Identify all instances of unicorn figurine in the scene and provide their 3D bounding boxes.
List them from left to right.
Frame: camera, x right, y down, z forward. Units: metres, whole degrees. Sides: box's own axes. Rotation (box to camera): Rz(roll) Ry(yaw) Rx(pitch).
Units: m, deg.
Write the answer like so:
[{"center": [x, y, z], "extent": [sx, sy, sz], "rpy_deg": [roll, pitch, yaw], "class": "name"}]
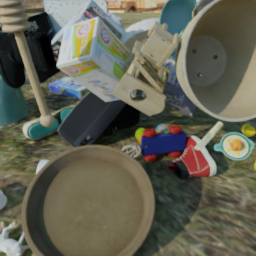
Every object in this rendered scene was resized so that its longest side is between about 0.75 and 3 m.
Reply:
[{"center": [-2.349, 2.393, 5.729], "extent": [1.234, 0.456, 0.848], "rpy_deg": [0, 35, 31], "class": "unicorn figurine"}]

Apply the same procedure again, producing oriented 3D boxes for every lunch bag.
[{"center": [-0.842, -4.226, 11.812], "extent": [1.253, 1.563, 0.591], "rpy_deg": [29, 74, 0], "class": "lunch bag"}]

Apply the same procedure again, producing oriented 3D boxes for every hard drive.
[{"center": [-1.265, -0.430, 9.518], "extent": [2.405, 0.509, 1.622], "rpy_deg": [-49, 45, -9], "class": "hard drive"}]

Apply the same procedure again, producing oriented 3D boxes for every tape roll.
[{"center": [0.734, -3.724, 12.145], "extent": [2.655, 0.485, 2.655], "rpy_deg": [-16, -13, -4], "class": "tape roll"}]

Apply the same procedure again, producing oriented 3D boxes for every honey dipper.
[{"center": [-1.996, -1.212, 5.670], "extent": [0.541, 2.848, 0.541], "rpy_deg": [-5, 32, 3], "class": "honey dipper"}]

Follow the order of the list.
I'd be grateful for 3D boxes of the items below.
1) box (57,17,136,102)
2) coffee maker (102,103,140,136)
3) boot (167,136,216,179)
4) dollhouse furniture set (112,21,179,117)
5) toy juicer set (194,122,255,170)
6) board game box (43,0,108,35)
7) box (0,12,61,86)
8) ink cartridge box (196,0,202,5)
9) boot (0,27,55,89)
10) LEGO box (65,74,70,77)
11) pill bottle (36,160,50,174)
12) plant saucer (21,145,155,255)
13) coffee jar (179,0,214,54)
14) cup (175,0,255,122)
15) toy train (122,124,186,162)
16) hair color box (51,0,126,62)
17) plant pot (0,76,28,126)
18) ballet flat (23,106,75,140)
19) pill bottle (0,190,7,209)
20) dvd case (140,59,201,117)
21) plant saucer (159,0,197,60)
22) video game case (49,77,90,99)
[{"center": [-0.714, -1.731, 7.600], "extent": [1.102, 1.223, 2.175], "rpy_deg": [-6, -21, 30], "class": "box"}, {"center": [-0.322, -0.327, 10.331], "extent": [1.534, 1.033, 1.474], "rpy_deg": [-20, 56, -31], "class": "coffee maker"}, {"center": [1.677, 0.836, 8.391], "extent": [1.254, 0.630, 1.739], "rpy_deg": [-6, 32, -9], "class": "boot"}, {"center": [0.749, -1.662, 6.553], "extent": [1.148, 1.826, 2.065], "rpy_deg": [29, 41, -12], "class": "dollhouse furniture set"}, {"center": [2.436, 0.263, 6.255], "extent": [1.630, 0.444, 1.037], "rpy_deg": [20, 66, 15], "class": "toy juicer set"}, {"center": [-1.745, -3.388, 10.231], "extent": [2.449, 2.450, 0.317], "rpy_deg": [10, 37, 19], "class": "board game box"}, {"center": [-3.310, -2.808, 9.952], "extent": [0.902, 2.095, 1.715], "rpy_deg": [-1, 30, 28], "class": "box"}, {"center": [2.689, -4.654, 9.954], "extent": [0.408, 0.967, 0.706], "rpy_deg": [-3, 31, 35], "class": "ink cartridge box"}, {"center": [-3.026, -2.013, 8.385], "extent": [1.749, 2.134, 0.790], "rpy_deg": [9, 44, 15], "class": "boot"}, {"center": [-2.493, -3.786, 12.260], "extent": [0.950, 1.834, 2.462], "rpy_deg": [-9, 55, 5], "class": "LEGO box"}, {"center": [-1.373, 1.232, 7.213], "extent": [1.782, 0.990, 0.990], "rpy_deg": [2, 28, 5], "class": "pill bottle"}, {"center": [-0.828, 1.642, 6.025], "extent": [2.802, 0.413, 2.802], "rpy_deg": [-1, 54, 1], "class": "plant saucer"}, {"center": [2.112, -2.738, 7.737], "extent": [0.839, 1.025, 1.966], "rpy_deg": [-45, -2, -8], "class": "coffee jar"}, {"center": [2.034, -1.489, 6.230], "extent": [2.457, 2.457, 1.757], "rpy_deg": [-6, 13, -11], "class": "cup"}, {"center": [0.513, 0.384, 8.951], "extent": [2.345, 0.993, 1.357], "rpy_deg": [-7, 18, -12], "class": "toy train"}, {"center": [-1.475, -2.723, 8.998], "extent": [2.777, 1.375, 0.842], "rpy_deg": [-13, 48, 53], "class": "hair color box"}, {"center": [-5.242, -1.300, 11.151], "extent": [2.165, 1.738, 2.165], "rpy_deg": [0, 28, 0], "class": "plant pot"}, {"center": [-2.607, -0.296, 10.277], "extent": [2.559, 0.863, 0.798], "rpy_deg": [-19, 24, -32], "class": "ballet flat"}, {"center": [-3.416, 1.673, 6.914], "extent": [0.860, 0.500, 0.500], "rpy_deg": [20, 34, 34], "class": "pill bottle"}, {"center": [1.406, -1.370, 8.912], "extent": [1.957, 1.455, 0.156], "rpy_deg": [26, 23, 24], "class": "dvd case"}, {"center": [2.006, -3.576, 10.346], "extent": [2.481, 2.481, 0.446], "rpy_deg": [-18, 14, -30], "class": "plant saucer"}, {"center": [-2.578, -2.117, 14.018], "extent": [2.015, 0.458, 1.826], "rpy_deg": [16, 31, 27], "class": "video game case"}]
